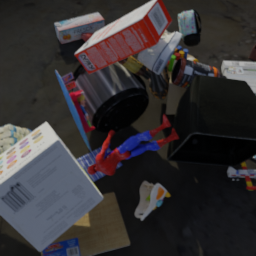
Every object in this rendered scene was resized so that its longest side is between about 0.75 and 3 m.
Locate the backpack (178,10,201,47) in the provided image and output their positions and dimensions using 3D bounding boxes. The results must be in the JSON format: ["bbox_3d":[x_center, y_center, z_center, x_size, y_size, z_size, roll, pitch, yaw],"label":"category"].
[{"bbox_3d":[2.152,-3.541,9.844,0.728,0.960,1.150,-8,85,6],"label":"backpack"}]

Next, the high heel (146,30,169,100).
[{"bbox_3d":[1.169,-2.534,10.873,1.000,1.996,2.801,-3,51,18],"label":"high heel"}]

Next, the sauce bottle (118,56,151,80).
[{"bbox_3d":[0.239,-1.933,8.936,0.417,1.264,0.417,-24,55,38],"label":"sauce bottle"}]

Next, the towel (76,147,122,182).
[{"bbox_3d":[-1.044,1.170,9.056,1.414,0.169,1.024,-27,56,-21],"label":"towel"}]

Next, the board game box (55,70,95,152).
[{"bbox_3d":[-1.384,-0.534,8.247,0.500,2.569,2.030,-25,52,-12],"label":"board game box"}]

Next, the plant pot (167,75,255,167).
[{"bbox_3d":[2.527,-0.226,8.270,2.318,2.323,2.061,5,67,-7],"label":"plant pot"}]

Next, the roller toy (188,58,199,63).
[{"bbox_3d":[2.613,-2.571,11.809,0.720,0.789,0.551,26,54,34],"label":"roller toy"}]

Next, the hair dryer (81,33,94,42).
[{"bbox_3d":[-1.133,-4.201,13.429,2.366,0.643,1.802,8,32,2],"label":"hair dryer"}]

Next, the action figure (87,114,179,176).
[{"bbox_3d":[-0.033,0.433,8.012,2.713,0.885,1.343,-31,32,10],"label":"action figure"}]

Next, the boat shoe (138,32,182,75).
[{"bbox_3d":[0.871,-2.581,8.867,1.171,1.014,2.746,29,40,2],"label":"boat shoe"}]

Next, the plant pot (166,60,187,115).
[{"bbox_3d":[2.184,-1.394,10.283,1.315,1.486,1.484,10,49,9],"label":"plant pot"}]

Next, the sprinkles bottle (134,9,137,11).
[{"bbox_3d":[0.589,-3.303,8.462,0.632,0.632,1.853,-13,23,-11],"label":"sprinkles bottle"}]

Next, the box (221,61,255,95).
[{"bbox_3d":[4.752,-1.984,11.541,1.533,0.405,1.966,3,49,4],"label":"box"}]

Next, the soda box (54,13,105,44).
[{"bbox_3d":[-2.349,-4.921,13.779,2.347,0.746,0.803,-21,53,-18],"label":"soda box"}]

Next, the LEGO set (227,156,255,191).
[{"bbox_3d":[4.242,1.408,8.597,1.817,0.597,2.432,36,56,28],"label":"LEGO set"}]

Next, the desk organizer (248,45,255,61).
[{"bbox_3d":[6.175,-3.167,12.443,1.390,0.535,0.498,31,56,23],"label":"desk organizer"}]

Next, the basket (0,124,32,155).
[{"bbox_3d":[-3.272,0.767,8.038,1.729,1.961,1.364,-19,58,5],"label":"basket"}]

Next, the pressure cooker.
[{"bbox_3d":[-0.747,-1.337,9.611,2.228,2.194,2.495,-1,49,-51],"label":"pressure cooker"}]

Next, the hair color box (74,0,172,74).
[{"bbox_3d":[-0.162,-2.396,7.475,2.387,0.763,1.324,-11,36,39],"label":"hair color box"}]

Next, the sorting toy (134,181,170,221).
[{"bbox_3d":[0.567,2.084,7.809,0.615,1.151,1.036,39,76,-6],"label":"sorting toy"}]

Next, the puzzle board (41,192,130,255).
[{"bbox_3d":[-1.221,2.637,7.458,2.186,0.190,1.647,-9,43,-15],"label":"puzzle board"}]

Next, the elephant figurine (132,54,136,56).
[{"bbox_3d":[-0.118,-3.081,9.697,1.104,1.007,1.423,6,5,20],"label":"elephant figurine"}]

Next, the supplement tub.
[{"bbox_3d":[2.267,-1.594,8.909,1.660,0.888,0.888,14,50,-9],"label":"supplement tub"}]

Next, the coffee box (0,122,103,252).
[{"bbox_3d":[-1.984,1.244,6.530,1.803,1.806,1.786,-38,25,-11],"label":"coffee box"}]

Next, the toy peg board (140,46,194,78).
[{"bbox_3d":[1.753,-3.251,12.306,1.755,0.858,1.748,32,57,23],"label":"toy peg board"}]
